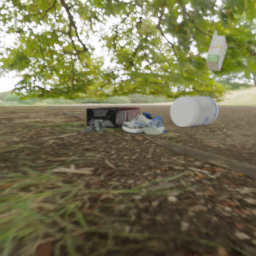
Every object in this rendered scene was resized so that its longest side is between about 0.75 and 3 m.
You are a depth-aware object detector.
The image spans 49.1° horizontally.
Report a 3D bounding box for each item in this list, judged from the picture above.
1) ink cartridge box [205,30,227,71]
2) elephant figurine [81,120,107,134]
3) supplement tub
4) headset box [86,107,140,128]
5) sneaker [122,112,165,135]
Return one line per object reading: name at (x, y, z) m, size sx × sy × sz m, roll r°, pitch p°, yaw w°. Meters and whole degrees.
ink cartridge box at (3.729, -3.232, 11.680) m, size 0.490 × 1.457 × 0.853 m, roll 14°, pitch -10°, yaw 29°
elephant figurine at (-1.468, -0.031, 12.162) m, size 0.889 × 0.629 × 0.689 m, roll -15°, pitch -34°, yaw 43°
supplement tub at (3.535, -0.879, 14.857) m, size 2.361 × 1.558 × 1.558 m, roll -7°, pitch 10°, yaw -41°
headset box at (-0.694, -0.621, 15.085) m, size 1.925 × 0.972 × 2.590 m, roll 5°, pitch 8°, yaw 34°
sneaker at (0.647, -0.234, 12.110) m, size 2.152 × 0.917 × 0.829 m, roll 4°, pitch 8°, yaw 37°
